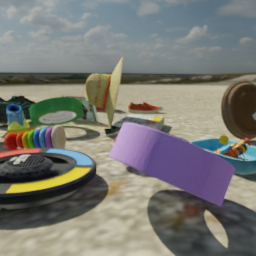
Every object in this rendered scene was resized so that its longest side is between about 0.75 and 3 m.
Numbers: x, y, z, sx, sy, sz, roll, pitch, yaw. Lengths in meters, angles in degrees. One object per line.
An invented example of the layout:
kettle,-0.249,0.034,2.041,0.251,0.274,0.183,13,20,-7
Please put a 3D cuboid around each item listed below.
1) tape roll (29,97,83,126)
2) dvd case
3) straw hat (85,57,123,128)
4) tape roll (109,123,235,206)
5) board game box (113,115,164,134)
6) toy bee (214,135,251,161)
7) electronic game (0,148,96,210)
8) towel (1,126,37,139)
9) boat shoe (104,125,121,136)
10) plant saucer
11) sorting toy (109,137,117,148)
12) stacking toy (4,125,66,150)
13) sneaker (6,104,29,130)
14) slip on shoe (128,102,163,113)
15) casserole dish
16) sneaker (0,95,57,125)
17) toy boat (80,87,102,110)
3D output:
tape roll,-2.722,-0.591,10.684,1.955,0.470,1.955,-12,-13,-3
dvd case,-2.181,-0.859,12.512,1.616,1.180,0.178,5,34,22
straw hat,-1.017,-1.421,10.649,1.203,2.842,2.842,10,10,-6
tape roll,0.660,0.568,4.457,1.870,0.614,1.870,23,-6,2
board game box,0.491,-0.143,10.741,1.531,0.390,2.277,3,11,14
toy bee,2.382,0.523,6.158,0.635,0.764,1.168,-33,21,-16
electronic game,-1.953,0.825,5.421,2.670,0.556,2.670,0,12,0
towel,-3.589,0.131,9.263,0.500,0.105,1.162,-38,-11,26
boat shoe,-0.516,0.049,9.359,0.310,0.275,0.829,-31,9,-39
plant saucer,3.803,-0.569,8.925,1.939,1.939,0.286,-5,-2,-23
sorting toy,-0.069,0.431,8.168,0.775,0.270,0.770,-4,12,-20
stacking toy,-2.650,0.349,7.795,1.713,0.731,0.731,-5,10,8
sneaker,-4.056,-0.391,10.323,0.757,1.050,1.998,-5,12,-21
slip on shoe,0.934,-1.119,15.249,1.931,0.591,0.715,3,10,9
casserole dish,2.425,0.652,6.716,1.276,0.409,2.107,-6,13,-28
sneaker,-4.382,-0.868,12.140,1.110,1.167,2.944,-8,2,39
toy boat,-1.697,-1.824,16.886,1.651,1.648,2.525,40,2,-34
